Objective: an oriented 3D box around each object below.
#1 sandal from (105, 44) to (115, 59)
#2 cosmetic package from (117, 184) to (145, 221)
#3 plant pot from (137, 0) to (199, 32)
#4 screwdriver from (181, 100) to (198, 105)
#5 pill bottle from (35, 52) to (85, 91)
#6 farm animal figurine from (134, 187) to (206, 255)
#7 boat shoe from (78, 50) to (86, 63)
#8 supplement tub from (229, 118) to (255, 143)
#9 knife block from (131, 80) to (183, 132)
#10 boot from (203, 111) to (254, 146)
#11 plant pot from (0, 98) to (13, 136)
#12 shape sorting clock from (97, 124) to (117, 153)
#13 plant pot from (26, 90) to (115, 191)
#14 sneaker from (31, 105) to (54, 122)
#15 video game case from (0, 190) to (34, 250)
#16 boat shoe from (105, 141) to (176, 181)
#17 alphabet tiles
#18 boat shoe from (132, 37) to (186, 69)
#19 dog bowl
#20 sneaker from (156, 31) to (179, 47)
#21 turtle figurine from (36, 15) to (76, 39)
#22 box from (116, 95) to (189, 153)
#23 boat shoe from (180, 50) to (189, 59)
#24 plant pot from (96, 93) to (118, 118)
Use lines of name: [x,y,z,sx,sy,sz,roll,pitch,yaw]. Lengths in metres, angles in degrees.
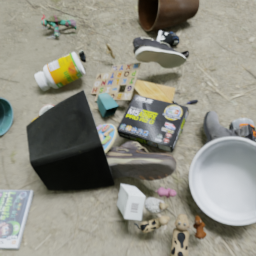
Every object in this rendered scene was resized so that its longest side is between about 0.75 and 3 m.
sandal: [-0.893,-3.518,13.125,0.268,0.814,0.298,-48,41,-17]
cosmetic package: [0.055,2.066,7.886,0.492,1.212,0.684,11,91,-11]
plant pot: [2.341,-6.758,15.453,2.871,2.684,2.684,-8,48,-21]
screwdriver: [2.366,-1.010,11.720,1.174,0.164,0.171,-12,17,-5]
pill bottle: [-2.949,-2.362,12.095,1.960,1.088,1.088,-25,51,1]
farm animal figurine: [1.138,2.552,7.533,1.813,0.912,1.464,40,83,20]
boat shoe: [-2.074,-3.239,12.839,0.315,0.843,0.280,-39,79,-17]
supplement tub: [4.107,0.447,9.882,0.900,0.900,1.470,3,49,3]
knife block: [1.001,-0.697,10.920,2.586,0.827,2.270,14,49,9]
boot: [3.488,0.176,9.655,1.574,0.834,2.391,-23,41,32]
plant pot: [-5.362,-0.499,10.497,1.402,1.432,1.432,8,48,21]
shape sorting clock: [-1.274,0.599,9.241,2.104,0.413,2.104,-31,30,20]
plant pot: [-1.872,0.659,8.876,2.108,2.371,2.376,-19,50,-7]
sneaker: [-3.121,-0.306,10.491,1.332,0.518,0.547,-50,55,12]
video game case: [-3.836,2.676,8.345,1.626,0.209,1.788,1,48,0]
boat shoe: [0.098,0.911,8.607,2.912,1.085,1.068,-4,52,30]
alphabet tiles: [-0.595,-1.904,11.754,2.142,0.081,1.791,2,66,33]
boat shoe: [1.356,-3.197,11.940,2.822,1.042,0.851,-1,65,-35]
dog bowl: [3.028,1.488,8.018,2.400,0.945,2.400,-5,81,29]
sneaker: [2.034,-4.315,14.255,1.145,0.748,2.047,7,47,7]
turtle figurine: [-3.939,-5.593,15.301,2.054,1.034,1.537,-11,49,-17]
box: [0.854,-0.201,9.778,2.075,0.459,1.662,17,64,24]
boat shoe: [2.452,-3.547,13.831,1.255,0.358,0.420,-18,51,-16]
plant pot: [-0.882,-0.946,11.102,0.578,0.578,0.818,-20,67,-31]
